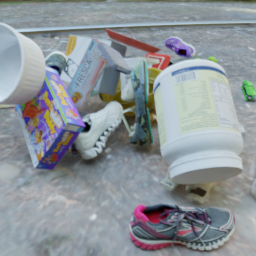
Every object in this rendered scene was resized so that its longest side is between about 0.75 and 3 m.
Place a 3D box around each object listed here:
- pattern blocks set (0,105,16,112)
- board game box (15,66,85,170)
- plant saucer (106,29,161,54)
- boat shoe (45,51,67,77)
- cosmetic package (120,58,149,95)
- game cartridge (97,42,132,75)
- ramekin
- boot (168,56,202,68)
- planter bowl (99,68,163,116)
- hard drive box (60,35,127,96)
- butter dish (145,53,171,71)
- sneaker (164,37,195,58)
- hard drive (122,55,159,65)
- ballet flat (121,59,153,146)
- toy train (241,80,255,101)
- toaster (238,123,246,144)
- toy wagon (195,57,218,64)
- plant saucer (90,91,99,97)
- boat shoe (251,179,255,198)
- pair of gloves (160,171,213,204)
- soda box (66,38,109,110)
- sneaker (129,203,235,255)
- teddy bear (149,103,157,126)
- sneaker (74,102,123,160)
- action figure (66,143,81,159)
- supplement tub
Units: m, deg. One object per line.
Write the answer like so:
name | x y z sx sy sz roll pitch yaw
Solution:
pattern blocks set | -4.901 -1.293 12.006 2.574 0.237 2.928 1 31 2
board game box | -2.356 -0.353 8.063 0.579 1.740 2.587 15 33 -46
plant saucer | 0.139 -2.932 9.601 1.494 0.275 1.497 6 23 -41
boat shoe | -2.876 -1.608 9.410 0.823 2.262 0.699 32 36 -32
cosmetic package | 0.281 -1.711 10.130 0.844 1.202 2.370 -3 4 6
game cartridge | -0.361 -1.916 7.910 0.237 0.801 1.235 -33 -11 19
ramekin | -3.348 -1.643 7.746 2.169 2.169 1.057 15 4 23
boot | 3.112 -3.648 15.605 1.602 0.581 1.457 -14 19 -34
planter bowl | 0.275 -1.219 10.811 2.614 1.089 2.614 -14 34 9
hard drive box | -1.370 -2.403 10.571 2.356 1.836 0.905 21 10 38
butter dish | 1.381 -2.827 13.870 1.466 1.087 1.470 19 78 34
sneaker | 1.857 -2.990 10.425 0.559 0.541 1.341 -29 48 -35
hard drive | 0.424 -2.410 10.018 0.796 0.158 1.206 5 7 43
ballet flat | 0.224 -0.675 8.426 0.988 2.662 0.988 -6 15 1
toy train | 5.414 -1.650 12.516 0.512 0.379 1.815 15 33 5
toaster | 2.681 0.180 8.723 2.028 1.152 1.310 -7 35 -16
toy wagon | 2.408 -1.736 9.905 1.814 0.463 2.338 -48 24 -10
plant saucer | -1.050 -2.159 13.458 0.985 0.267 2.818 27 39 36
boat shoe | 4.217 0.966 7.556 2.774 0.950 0.999 -22 37 -32
pair of gloves | 1.527 1.506 7.278 1.225 0.215 1.042 22 29 19
soda box | -1.312 -1.758 9.209 0.713 2.244 0.767 30 11 -2
sneaker | 1.179 2.020 5.909 2.284 0.853 0.921 -4 31 -8
teddy bear | 1.073 -0.560 10.185 0.419 0.909 1.254 28 37 22
sneaker | -0.900 -0.145 8.635 0.869 0.937 2.313 -15 34 40
action figure | -1.654 0.522 8.465 0.543 0.835 0.290 7 -18 -43
supplement tub | 1.698 -0.093 6.971 1.938 1.938 2.673 -3 67 -4
